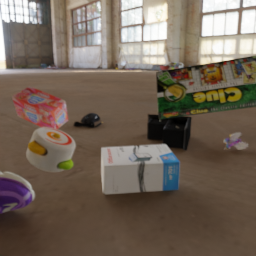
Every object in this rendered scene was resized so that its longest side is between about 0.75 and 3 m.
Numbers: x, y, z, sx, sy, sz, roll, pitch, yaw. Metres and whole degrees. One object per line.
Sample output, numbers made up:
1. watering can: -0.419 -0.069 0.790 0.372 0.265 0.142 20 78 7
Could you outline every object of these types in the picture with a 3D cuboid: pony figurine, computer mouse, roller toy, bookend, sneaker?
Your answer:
1. pony figurine: 4.209 0.540 11.164 0.873 0.753 0.904 -28 9 23
2. computer mouse: -1.865 -0.456 14.818 1.366 0.448 1.946 6 18 24
3. roller toy: -1.486 0.385 5.410 0.912 0.637 0.832 17 18 -25
4. bookend: 1.611 0.125 11.925 2.003 0.922 1.990 4 17 16
5. sneaker: -3.560 1.841 6.288 2.839 1.144 1.184 -10 32 -4

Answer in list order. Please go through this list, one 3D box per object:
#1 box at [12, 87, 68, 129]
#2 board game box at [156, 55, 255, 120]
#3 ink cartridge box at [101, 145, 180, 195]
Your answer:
1. box: -2.347 -0.508 7.501 1.341 0.688 0.635 23 45 23
2. board game box: 2.079 -1.016 6.885 2.748 0.322 1.440 -8 57 13
3. ink cartridge box: 0.282 1.179 8.288 2.118 0.909 1.551 -1 16 -8
